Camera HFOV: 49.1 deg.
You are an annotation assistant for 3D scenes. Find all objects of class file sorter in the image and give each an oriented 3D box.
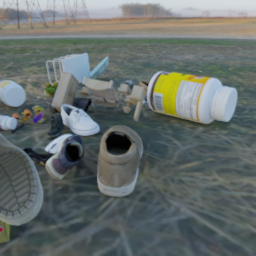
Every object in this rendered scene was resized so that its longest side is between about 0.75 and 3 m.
[{"bbox_3d":[-2.981,-2.947,14.158,1.179,1.314,1.894,9,26,28],"label":"file sorter"}]

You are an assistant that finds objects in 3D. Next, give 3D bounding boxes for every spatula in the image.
[{"bbox_3d":[-3.067,-0.121,8.505,1.043,0.295,0.107,-30,66,-19],"label":"spatula"}]

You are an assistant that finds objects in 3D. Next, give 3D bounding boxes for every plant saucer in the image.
[{"bbox_3d":[-1.552,-2.936,14.514,1.797,0.346,1.797,-41,20,18],"label":"plant saucer"}]

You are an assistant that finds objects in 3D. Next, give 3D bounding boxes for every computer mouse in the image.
[{"bbox_3d":[-1.817,0.460,7.171,0.853,0.341,1.555,14,26,33],"label":"computer mouse"}]

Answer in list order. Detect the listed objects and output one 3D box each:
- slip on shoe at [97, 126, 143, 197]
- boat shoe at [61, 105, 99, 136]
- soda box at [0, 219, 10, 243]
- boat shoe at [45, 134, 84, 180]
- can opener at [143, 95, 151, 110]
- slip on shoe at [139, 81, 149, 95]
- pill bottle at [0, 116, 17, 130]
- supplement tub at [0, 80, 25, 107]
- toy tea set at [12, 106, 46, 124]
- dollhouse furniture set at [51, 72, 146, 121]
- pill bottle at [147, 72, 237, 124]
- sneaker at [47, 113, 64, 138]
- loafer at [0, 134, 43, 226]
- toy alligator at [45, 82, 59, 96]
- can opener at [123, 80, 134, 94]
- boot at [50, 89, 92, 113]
[{"bbox_3d":[-0.204,0.422,6.531,1.079,0.860,2.838,3,23,4],"label":"slip on shoe"},{"bbox_3d":[-1.561,-0.276,8.543,0.670,0.595,1.820,-29,35,-36],"label":"boat shoe"},{"bbox_3d":[-2.268,1.369,4.796,0.432,0.457,1.349,-7,23,-17],"label":"soda box"},{"bbox_3d":[-1.262,0.552,6.296,0.558,0.619,1.722,-32,11,17],"label":"boat shoe"},{"bbox_3d":[0.742,-0.999,10.738,0.268,0.336,1.006,-6,23,-15],"label":"can opener"},{"bbox_3d":[1.385,-1.347,11.073,2.385,0.723,0.907,19,29,39],"label":"slip on shoe"},{"bbox_3d":[-3.855,-0.156,8.554,0.784,0.430,0.430,5,23,11],"label":"pill bottle"},{"bbox_3d":[-4.518,-1.322,10.793,0.882,0.882,1.213,-15,27,-33],"label":"supplement tub"},{"bbox_3d":[-3.132,-0.295,8.887,1.026,0.610,0.380,-18,60,-7],"label":"toy tea set"},{"bbox_3d":[-0.883,-0.832,9.594,2.837,1.256,1.471,12,-13,14],"label":"dollhouse furniture set"},{"bbox_3d":[2.068,-0.994,9.235,2.676,1.462,1.462,17,28,34],"label":"pill bottle"},{"bbox_3d":[-2.151,-0.081,8.190,0.376,0.564,0.985,-5,23,9],"label":"sneaker"},{"bbox_3d":[-2.015,0.743,4.629,0.883,0.797,2.333,-36,49,-19],"label":"loafer"},{"bbox_3d":[-2.950,-1.610,11.654,1.587,0.526,0.381,-2,25,29],"label":"toy alligator"},{"bbox_3d":[0.135,-1.727,12.564,0.375,0.470,1.406,-12,38,-11],"label":"can opener"},{"bbox_3d":[-2.041,-1.003,10.424,1.401,0.557,1.610,2,41,4],"label":"boot"}]
